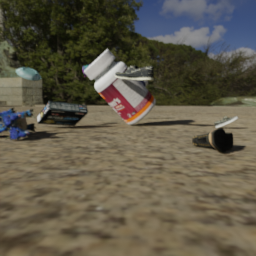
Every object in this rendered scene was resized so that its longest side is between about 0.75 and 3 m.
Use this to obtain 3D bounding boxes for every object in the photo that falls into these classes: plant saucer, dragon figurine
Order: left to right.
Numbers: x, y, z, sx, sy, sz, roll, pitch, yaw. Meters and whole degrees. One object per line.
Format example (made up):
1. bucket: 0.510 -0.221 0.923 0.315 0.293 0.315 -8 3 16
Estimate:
1. dragon figurine: -3.831 -0.172 8.437 2.940 0.865 1.461 5 7 29
2. plant saucer: -3.782 -2.105 10.710 0.946 0.182 0.946 21 25 -10

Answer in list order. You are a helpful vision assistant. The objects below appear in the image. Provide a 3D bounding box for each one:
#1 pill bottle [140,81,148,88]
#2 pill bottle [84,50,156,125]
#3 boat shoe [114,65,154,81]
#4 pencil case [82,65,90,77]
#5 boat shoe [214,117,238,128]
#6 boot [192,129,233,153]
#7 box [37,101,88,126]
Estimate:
1. pill bottle: 0.456 -1.946 13.026 0.627 0.627 1.129 4 31 35
2. pill bottle: -0.345 -1.672 11.669 1.619 2.955 1.619 -40 16 14
3. boat shoe: 0.218 -1.998 10.217 1.629 0.551 0.585 7 11 34
4. pencil case: -1.662 -2.923 14.033 1.190 0.550 0.506 -9 7 3
5. boat shoe: 3.714 -0.275 10.687 0.901 0.287 0.319 -26 -6 31
6. boot: 1.713 0.297 6.176 0.890 0.499 1.287 -2 -9 34
7. box: -2.547 -0.515 10.860 1.581 0.364 1.257 4 -27 -38
